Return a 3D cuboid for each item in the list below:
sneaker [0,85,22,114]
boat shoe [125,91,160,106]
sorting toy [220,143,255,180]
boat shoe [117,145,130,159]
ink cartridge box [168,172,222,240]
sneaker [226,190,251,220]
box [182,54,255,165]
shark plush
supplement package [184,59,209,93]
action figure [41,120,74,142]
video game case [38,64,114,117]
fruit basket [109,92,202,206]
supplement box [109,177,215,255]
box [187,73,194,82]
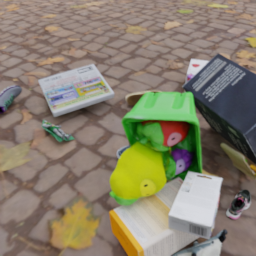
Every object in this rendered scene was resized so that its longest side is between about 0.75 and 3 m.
[{"bbox_3d":[-5.389,-1.060,12.290,0.899,0.764,2.053,35,60,23],"label":"sneaker"},{"bbox_3d":[0.792,-1.404,12.642,1.849,0.659,0.597,-3,22,-13],"label":"boat shoe"},{"bbox_3d":[3.525,1.090,8.471,0.203,1.130,1.516,-42,31,-1],"label":"sorting toy"},{"bbox_3d":[0.349,0.660,9.779,1.551,0.704,0.549,-13,58,-8],"label":"boat shoe"},{"bbox_3d":[1.720,1.832,6.952,0.969,0.448,1.778,9,30,23],"label":"ink cartridge box"},{"bbox_3d":[3.321,2.173,8.213,0.462,0.497,1.150,26,44,27],"label":"sneaker"},{"bbox_3d":[3.792,-0.484,9.346,1.730,2.897,2.946,-44,45,6],"label":"box"},{"bbox_3d":[1.887,2.990,7.121,1.835,0.833,0.764,-33,18,-29],"label":"shark plush"},{"bbox_3d":[3.437,-2.521,13.778,1.049,1.036,1.729,10,39,13],"label":"supplement package"},{"bbox_3d":[-2.863,0.065,10.851,1.523,0.416,0.899,27,10,32],"label":"action figure"},{"bbox_3d":[-2.345,-1.746,12.462,2.724,0.300,2.479,-20,50,-17],"label":"video game case"},{"bbox_3d":[0.825,0.818,7.596,2.238,3.102,3.102,3,37,20],"label":"fruit basket"},{"bbox_3d":[0.901,2.442,7.396,2.380,0.875,1.500,-20,32,-23],"label":"supplement box"},{"bbox_3d":[2.982,-1.836,12.417,0.235,1.201,0.821,-43,70,-5],"label":"box"}]
